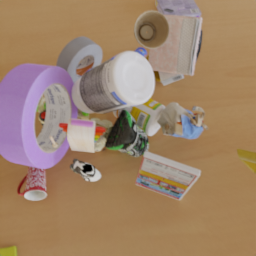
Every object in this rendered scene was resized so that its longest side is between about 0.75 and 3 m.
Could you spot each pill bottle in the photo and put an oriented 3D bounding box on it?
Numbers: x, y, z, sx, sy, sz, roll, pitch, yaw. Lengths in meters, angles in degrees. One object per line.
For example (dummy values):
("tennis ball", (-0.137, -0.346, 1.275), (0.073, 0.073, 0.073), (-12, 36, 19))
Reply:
("pill bottle", (0.189, -0.660, 9.551), (2.008, 1.115, 1.115), (30, 62, 21))
("pill bottle", (-0.520, -1.096, 7.576), (1.330, 2.338, 1.330), (5, 81, -38))

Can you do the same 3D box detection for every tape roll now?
("tape roll", (-2.386, -0.317, 7.642), (0.901, 2.745, 2.745), (9, 57, 16))
("tape roll", (-1.607, -2.197, 9.355), (0.532, 1.611, 1.611), (41, 66, 18))

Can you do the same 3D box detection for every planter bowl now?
("planter bowl", (0.686, -3.158, 9.175), (1.145, 0.771, 1.145), (-2, 102, -11))

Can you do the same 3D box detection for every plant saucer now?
("plant saucer", (2.936, 0.847, 6.278), (0.862, 0.862, 0.209), (39, 82, -19))

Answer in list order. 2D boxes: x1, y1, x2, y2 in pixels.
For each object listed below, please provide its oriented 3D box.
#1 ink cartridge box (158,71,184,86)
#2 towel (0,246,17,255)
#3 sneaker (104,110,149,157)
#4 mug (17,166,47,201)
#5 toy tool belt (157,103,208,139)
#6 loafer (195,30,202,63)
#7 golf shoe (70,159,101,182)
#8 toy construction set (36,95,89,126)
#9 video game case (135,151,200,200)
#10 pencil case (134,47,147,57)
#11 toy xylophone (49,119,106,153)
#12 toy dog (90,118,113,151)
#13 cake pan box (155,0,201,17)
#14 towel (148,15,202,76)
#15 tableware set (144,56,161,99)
("ink cartridge box", (1.534, -2.445, 10.704), (0.828, 0.383, 1.520), (-19, 61, 19))
("towel", (-4.027, 3.796, 7.300), (2.199, 0.199, 0.946), (-10, 63, -7))
("sneaker", (0.108, 0.251, 8.064), (1.232, 2.891, 1.128), (26, 89, 1))
("mug", (-2.809, 1.579, 8.241), (0.814, 0.612, 0.917), (5, 48, -20))
("toy tool belt", (1.886, -0.057, 8.777), (1.818, 1.135, 1.117), (6, 34, -34))
("loafer", (2.311, -2.823, 9.988), (0.577, 1.643, 0.558), (-33, 59, -32))
("golf shoe", (-1.108, 1.275, 7.966), (0.554, 1.173, 0.456), (5, 69, 41))
("toy construction set", (-2.228, -0.739, 9.617), (2.455, 1.131, 1.610), (4, 65, 6))
("video game case", (0.984, 1.375, 7.660), (1.445, 2.021, 0.176), (19, 59, 6))
("pencil case", (0.232, -2.060, 8.018), (0.353, 0.317, 0.813), (49, 43, -7))
("toy xylophone", (-1.364, 0.256, 7.424), (1.338, 1.828, 0.459), (9, 71, -12))
("toy dog", (-0.947, 0.255, 9.108), (0.728, 1.012, 1.043), (21, 103, 7))
("cake pan box", (2.348, -5.635, 13.174), (1.819, 0.476, 1.675), (-12, 60, -7))
("towel", (1.545, -2.900, 9.821), (1.882, 1.971, 0.318), (18, 24, 35))
("tableware set", (0.769, -1.994, 10.862), (1.451, 0.330, 2.153), (17, 57, -9))
